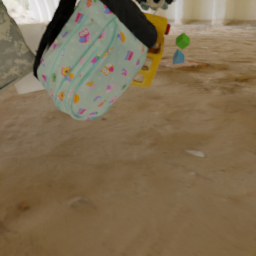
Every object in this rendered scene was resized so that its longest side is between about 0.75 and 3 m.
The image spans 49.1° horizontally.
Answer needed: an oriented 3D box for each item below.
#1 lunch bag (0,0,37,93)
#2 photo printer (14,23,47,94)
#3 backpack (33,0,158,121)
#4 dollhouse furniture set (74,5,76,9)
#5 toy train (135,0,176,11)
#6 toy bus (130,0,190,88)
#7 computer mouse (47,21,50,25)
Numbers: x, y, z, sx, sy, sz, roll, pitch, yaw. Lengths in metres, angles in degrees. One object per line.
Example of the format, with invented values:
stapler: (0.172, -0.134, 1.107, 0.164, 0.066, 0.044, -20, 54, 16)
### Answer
lunch bag: (-3.750, -1.723, 6.460, 2.826, 2.370, 1.969, -37, 19, -12)
photo printer: (-3.312, -2.406, 9.687, 1.842, 2.214, 0.769, -8, 18, 17)
backpack: (-0.738, -1.534, 6.098, 1.728, 2.729, 2.278, 49, 15, 29)
dollhouse furniture set: (-1.925, -4.139, 10.721, 0.884, 1.349, 0.677, -4, 2, -36)
toy train: (0.778, -4.110, 8.621, 1.496, 0.853, 0.638, 20, 70, 43)
toy bus: (0.462, -2.187, 7.892, 2.171, 2.301, 1.189, -17, 48, 31)
computer mouse: (-1.378, -2.948, 7.091, 1.793, 0.526, 0.305, -38, 63, 1)
